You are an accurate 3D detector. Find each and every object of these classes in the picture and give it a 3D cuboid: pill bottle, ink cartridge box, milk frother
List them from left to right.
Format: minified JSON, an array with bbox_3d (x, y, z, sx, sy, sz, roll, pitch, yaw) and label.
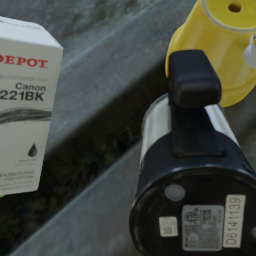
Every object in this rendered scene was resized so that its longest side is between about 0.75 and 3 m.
[{"bbox_3d":[-2.110,-0.261,3.983,1.787,2.476,1.037,0,30,-34],"label":"ink cartridge box"},{"bbox_3d":[1.598,0.340,4.012,2.809,2.535,2.642,13,26,0],"label":"milk frother"},{"bbox_3d":[2.736,-1.656,5.197,0.683,1.228,0.683,9,61,-16],"label":"pill bottle"}]

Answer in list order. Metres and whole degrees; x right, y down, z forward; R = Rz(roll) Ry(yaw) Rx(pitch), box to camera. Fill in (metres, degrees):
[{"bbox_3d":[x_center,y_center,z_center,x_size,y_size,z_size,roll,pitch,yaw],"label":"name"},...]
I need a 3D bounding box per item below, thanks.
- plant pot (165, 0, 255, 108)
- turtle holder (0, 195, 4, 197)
[{"bbox_3d":[2.341,-2.174,7.047,2.590,2.437,2.590,0,66,1],"label":"plant pot"},{"bbox_3d":[-3.677,1.713,6.023,1.417,1.516,1.996,51,45,6],"label":"turtle holder"}]
